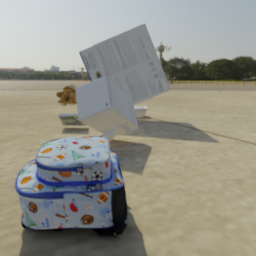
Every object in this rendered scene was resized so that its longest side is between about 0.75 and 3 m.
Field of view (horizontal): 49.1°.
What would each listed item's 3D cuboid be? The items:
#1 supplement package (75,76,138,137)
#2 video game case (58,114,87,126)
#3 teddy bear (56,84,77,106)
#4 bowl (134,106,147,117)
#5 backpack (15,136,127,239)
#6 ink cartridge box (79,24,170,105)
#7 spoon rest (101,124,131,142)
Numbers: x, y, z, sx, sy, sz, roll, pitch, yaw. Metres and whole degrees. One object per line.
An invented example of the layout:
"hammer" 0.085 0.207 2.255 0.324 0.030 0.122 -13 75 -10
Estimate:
"supplement package" -0.497 -0.459 6.991 0.890 0.893 1.523 -18 -24 19
"video game case" -1.777 -0.252 9.101 0.823 0.096 0.748 0 -25 4
"teddy bear" -2.355 -1.335 11.267 1.076 0.495 1.484 5 34 16
"bowl" 0.252 -0.710 12.379 1.117 0.417 1.115 0 9 -3
"backpack" -0.632 0.619 3.113 1.155 0.935 1.213 -11 13 -3
"ink cartridge box" -0.122 -2.323 11.440 2.882 2.830 0.624 -21 8 5
"spoon rest" -0.330 0.110 5.961 0.908 0.275 0.451 -18 -18 -45
